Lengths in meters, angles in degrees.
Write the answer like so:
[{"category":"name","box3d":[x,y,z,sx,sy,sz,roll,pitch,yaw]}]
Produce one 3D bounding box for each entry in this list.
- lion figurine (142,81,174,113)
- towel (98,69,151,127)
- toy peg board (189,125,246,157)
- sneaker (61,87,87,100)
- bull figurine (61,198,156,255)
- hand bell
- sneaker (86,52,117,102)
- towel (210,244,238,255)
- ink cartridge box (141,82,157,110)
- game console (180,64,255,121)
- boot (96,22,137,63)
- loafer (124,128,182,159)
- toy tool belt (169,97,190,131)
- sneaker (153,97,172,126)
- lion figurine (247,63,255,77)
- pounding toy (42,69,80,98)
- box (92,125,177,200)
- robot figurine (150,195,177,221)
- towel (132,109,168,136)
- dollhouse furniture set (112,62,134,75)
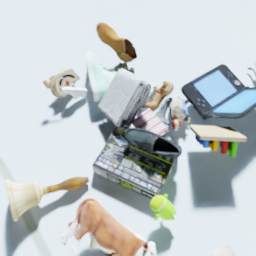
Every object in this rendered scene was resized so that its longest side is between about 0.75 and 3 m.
[{"category":"lion figurine","box3d":[1.165,-1.139,11.047,1.629,0.590,0.998,-62,30,7]},{"category":"towel","box3d":[-0.112,-1.112,10.702,1.599,0.826,1.931,41,108,45]},{"category":"toy peg board","box3d":[3.044,0.464,9.824,1.522,0.747,1.528,2,14,-2]},{"category":"sneaker","box3d":[-2.266,-1.421,11.720,1.111,0.492,0.418,2,23,-33]},{"category":"bull figurine","box3d":[-0.535,3.338,8.041,2.812,0.916,1.707,41,69,5]},{"category":"hand bell","box3d":[-2.547,2.026,9.246,2.576,1.341,1.341,-13,55,-21]},{"category":"sneaker","box3d":[-0.964,-2.322,12.263,1.613,1.007,2.735,-10,56,-11]},{"category":"towel","box3d":[2.629,4.315,8.012,1.793,0.309,1.188,-33,61,-21]},{"category":"ink cartridge box","box3d":[0.809,-1.316,11.681,0.413,0.712,0.987,24,59,19]},{"category":"game console","box3d":[4.015,-1.575,11.097,2.829,1.647,2.488,-30,75,-26]},{"category":"boot","box3d":[-0.448,-3.804,12.270,0.798,2.165,1.675,-46,21,-4]},{"category":"loafer","box3d":[0.843,0.476,9.577,2.086,0.732,0.708,20,84,10]},{"category":"toy tool belt","box3d":[2.120,-0.594,11.082,0.887,0.901,1.443,-6,51,2]},{"category":"sneaker","box3d":[1.429,-0.499,10.842,0.766,0.497,1.326,44,93,13]},{"category":"lion figurine","box3d":[6.597,-2.083,12.252,2.564,0.929,1.570,2,62,18]},{"category":"pounding toy","box3d":[-2.661,-1.832,11.689,0.974,0.971,1.698,-2,27,46]},{"category":"box","box3d":[0.302,1.165,10.055,2.541,0.563,2.036,22,57,15]},{"category":"robot figurine","box3d":[1.066,2.462,8.610,0.939,0.543,0.824,44,53,-17]},{"category":"towel","box3d":[0.769,-0.053,10.400,0.937,0.192,1.281,-34,57,-6]},{"category":"dollhouse furniture set","box3d":[-0.204,-2.505,12.655,0.937,0.488,0.947,12,37,12]}]
